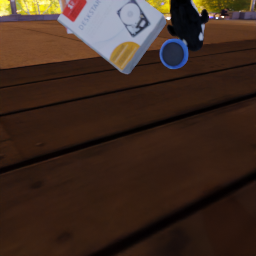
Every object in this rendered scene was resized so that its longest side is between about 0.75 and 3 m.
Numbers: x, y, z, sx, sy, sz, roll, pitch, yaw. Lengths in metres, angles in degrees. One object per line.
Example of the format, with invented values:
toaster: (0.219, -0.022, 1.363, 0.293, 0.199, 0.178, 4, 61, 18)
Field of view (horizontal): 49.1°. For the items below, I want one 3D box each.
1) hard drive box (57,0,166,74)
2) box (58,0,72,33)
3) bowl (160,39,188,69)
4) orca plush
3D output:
hard drive box: (-0.298, -2.020, 5.334, 1.611, 1.255, 0.618, 39, 14, 6)
box: (-1.688, -4.097, 8.892, 0.886, 1.268, 1.666, -11, 67, -16)
bowl: (1.587, -2.572, 9.768, 1.021, 1.021, 0.200, -6, 8, -12)
orca plush: (2.075, -4.182, 9.829, 1.491, 2.835, 1.008, 0, 6, 13)
